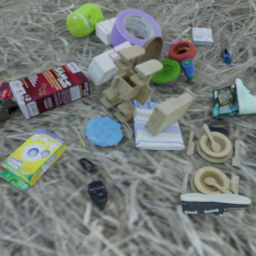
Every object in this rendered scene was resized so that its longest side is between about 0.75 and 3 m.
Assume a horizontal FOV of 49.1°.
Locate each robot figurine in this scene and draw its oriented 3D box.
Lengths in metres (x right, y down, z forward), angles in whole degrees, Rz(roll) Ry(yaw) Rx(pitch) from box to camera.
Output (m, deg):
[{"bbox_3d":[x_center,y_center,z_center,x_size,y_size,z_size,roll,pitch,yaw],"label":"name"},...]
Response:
[{"bbox_3d":[-2.339,-5.750,15.054,2.010,1.325,2.291,11,47,38],"label":"robot figurine"}]

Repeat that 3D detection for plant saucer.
[{"bbox_3d":[0.942,-3.257,12.526,0.270,1.833,1.833,35,57,21],"label":"plant saucer"}]

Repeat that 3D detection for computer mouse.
[{"bbox_3d":[-1.188,1.742,9.192,0.580,0.337,1.978,-6,41,-27],"label":"computer mouse"}]

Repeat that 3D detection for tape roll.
[{"bbox_3d":[0.359,-4.574,13.712,2.345,0.996,2.345,9,60,-16],"label":"tape roll"}]

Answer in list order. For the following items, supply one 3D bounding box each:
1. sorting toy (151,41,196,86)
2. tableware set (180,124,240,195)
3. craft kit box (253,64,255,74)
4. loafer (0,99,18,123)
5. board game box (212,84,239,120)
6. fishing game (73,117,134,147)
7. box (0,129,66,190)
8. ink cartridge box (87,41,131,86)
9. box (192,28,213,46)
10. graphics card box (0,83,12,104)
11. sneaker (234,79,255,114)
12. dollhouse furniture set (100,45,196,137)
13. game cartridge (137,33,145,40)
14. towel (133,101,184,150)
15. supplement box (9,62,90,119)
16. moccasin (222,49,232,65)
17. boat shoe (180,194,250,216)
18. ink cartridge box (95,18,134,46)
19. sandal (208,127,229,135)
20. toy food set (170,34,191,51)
[{"bbox_3d":[2.236,-2.652,12.645,1.632,1.115,2.716,26,69,35],"label":"sorting toy"},{"bbox_3d":[2.897,1.160,9.469,1.868,0.566,2.826,12,50,10],"label":"tableware set"},{"bbox_3d":[7.508,-2.173,12.426,2.666,0.655,2.699,-13,50,-8],"label":"craft kit box"},{"bbox_3d":[-4.946,-0.538,10.970,0.589,0.603,1.651,18,51,16],"label":"loafer"},{"bbox_3d":[3.913,-1.063,11.294,0.989,0.206,1.462,-17,45,34],"label":"board game box"},{"bbox_3d":[-0.891,0.163,10.534,2.073,0.322,1.484,-20,55,-28],"label":"fishing game"},{"bbox_3d":[-3.290,1.057,9.655,1.235,0.509,2.104,24,55,20],"label":"box"},{"bbox_3d":[-0.724,-2.800,12.338,1.926,1.392,0.815,-33,86,-26],"label":"ink cartridge box"},{"bbox_3d":[3.974,-4.909,15.026,1.004,0.265,1.287,5,50,3],"label":"box"},{"bbox_3d":[-5.842,-1.493,11.942,1.603,0.408,1.006,0,49,1],"label":"graphics card box"},{"bbox_3d":[4.957,-1.260,11.568,1.097,0.684,1.860,5,53,3],"label":"sneaker"},{"bbox_3d":[0.745,-1.348,10.496,2.845,2.493,1.890,45,49,17],"label":"dollhouse furniture set"},{"bbox_3d":[1.080,-5.149,15.295,0.672,0.210,1.010,30,55,29],"label":"game cartridge"},{"bbox_3d":[1.091,-0.149,10.674,1.781,0.289,2.425,3,46,-8],"label":"towel"},{"bbox_3d":[-3.225,-1.634,11.750,2.879,0.877,1.567,-25,53,-22],"label":"supplement box"},{"bbox_3d":[4.809,-3.515,13.744,0.416,0.352,1.034,-5,49,-5],"label":"moccasin"},{"bbox_3d":[2.519,2.280,8.191,1.966,0.726,0.593,-3,89,18],"label":"boat shoe"},{"bbox_3d":[-0.726,-5.220,14.985,1.720,0.725,1.256,-26,54,-21],"label":"ink cartridge box"},{"bbox_3d":[3.410,0.129,10.653,0.825,0.197,0.310,11,52,8],"label":"sandal"},{"bbox_3d":[2.734,-4.175,14.415,1.087,0.269,1.710,3,56,3],"label":"toy food set"}]
